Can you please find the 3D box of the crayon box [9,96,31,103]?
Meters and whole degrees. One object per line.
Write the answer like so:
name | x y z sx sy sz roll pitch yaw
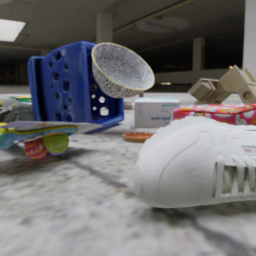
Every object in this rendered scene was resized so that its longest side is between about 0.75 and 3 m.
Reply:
crayon box | -5.547 -1.514 17.089 2.835 0.826 1.684 -6 11 -36

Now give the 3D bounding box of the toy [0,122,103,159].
toy | -1.756 0.295 5.725 1.489 0.610 2.585 -13 -10 25

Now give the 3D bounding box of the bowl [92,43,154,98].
bowl | -0.334 -1.608 8.831 2.106 0.988 2.106 20 42 -19

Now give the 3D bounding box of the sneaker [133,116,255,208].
sneaker | 1.456 0.497 3.678 2.958 1.130 1.191 -6 19 -30

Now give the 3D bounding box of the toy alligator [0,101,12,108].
toy alligator | -3.323 -0.194 8.088 2.414 0.800 0.580 23 20 -45

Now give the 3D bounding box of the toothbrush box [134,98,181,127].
toothbrush box | 1.121 -0.648 11.083 1.692 0.986 2.311 1 10 5

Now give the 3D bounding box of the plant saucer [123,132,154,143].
plant saucer | 0.322 0.267 7.921 0.950 0.153 0.950 0 10 0

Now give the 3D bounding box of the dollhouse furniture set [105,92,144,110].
dollhouse furniture set | -0.258 -1.723 17.745 2.411 1.067 1.250 0 9 0

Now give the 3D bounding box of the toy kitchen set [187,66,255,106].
toy kitchen set | 4.708 -1.104 13.742 2.442 2.701 2.994 -3 -31 -37

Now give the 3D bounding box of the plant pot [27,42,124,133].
plant pot | -1.895 -1.386 10.240 2.586 2.876 2.876 -3 7 23

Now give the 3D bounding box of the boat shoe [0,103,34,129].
boat shoe | -3.127 -0.095 7.014 2.585 0.823 0.914 -9 0 39

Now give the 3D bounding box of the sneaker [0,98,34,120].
sneaker | -4.104 -0.401 9.743 1.228 1.108 2.998 -5 -1 18

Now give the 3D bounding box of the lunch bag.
lunch bag | 2.391 -0.149 7.500 2.643 1.083 2.328 -6 11 -36
